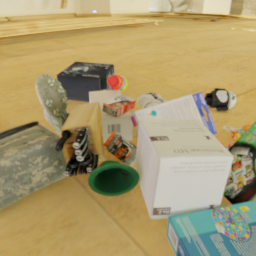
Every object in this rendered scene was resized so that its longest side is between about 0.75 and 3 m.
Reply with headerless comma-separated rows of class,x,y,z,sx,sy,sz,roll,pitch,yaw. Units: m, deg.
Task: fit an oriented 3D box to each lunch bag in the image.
lunch bag,-3.378,0.842,8.409,2.194,1.573,2.676,-25,28,-30

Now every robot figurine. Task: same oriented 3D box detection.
robot figurine,4.258,-1.316,12.954,1.366,1.027,0.853,2,9,4

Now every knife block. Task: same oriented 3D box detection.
knife block,-1.419,0.092,8.403,0.913,2.506,2.855,-9,68,4

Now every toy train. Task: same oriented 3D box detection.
toy train,3.730,0.336,10.190,1.759,0.651,2.342,22,37,34

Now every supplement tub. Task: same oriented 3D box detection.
supplement tub,-0.215,0.676,9.086,1.106,0.678,0.678,36,32,-5

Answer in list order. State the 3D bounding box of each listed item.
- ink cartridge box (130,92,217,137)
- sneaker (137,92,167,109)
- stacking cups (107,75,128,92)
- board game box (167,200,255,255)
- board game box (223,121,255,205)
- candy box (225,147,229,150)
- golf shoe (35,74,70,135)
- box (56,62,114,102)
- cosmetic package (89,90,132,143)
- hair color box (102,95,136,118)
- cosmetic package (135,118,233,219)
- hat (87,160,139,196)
ink cartridge box,1.635,-0.109,9.788,2.851,1.701,0.598,-19,-6,-21
sneaker,0.864,-0.678,11.633,1.549,1.012,2.694,-18,34,-29
stacking cups,-0.530,-2.027,12.388,0.765,0.765,2.529,3,5,6
board game box,2.591,2.663,5.970,2.922,0.686,2.206,-6,29,-12
board game box,3.331,0.805,7.325,0.301,2.562,1.342,26,19,-51
candy box,2.903,0.971,8.438,1.171,0.990,0.451,11,62,6
golf shoe,-2.745,-0.652,10.056,1.344,2.765,1.082,5,44,31
box,-2.076,-2.394,14.400,2.276,1.359,2.314,7,31,13
cosmetic package,-0.768,-0.564,11.339,1.408,1.110,2.617,-5,29,-9
hair color box,-0.319,-0.828,10.298,0.660,0.380,1.190,25,34,25
cosmetic package,1.270,0.960,7.346,1.779,1.780,2.158,-1,25,-11
hat,-0.497,1.016,7.957,1.598,1.324,1.407,-29,37,20
